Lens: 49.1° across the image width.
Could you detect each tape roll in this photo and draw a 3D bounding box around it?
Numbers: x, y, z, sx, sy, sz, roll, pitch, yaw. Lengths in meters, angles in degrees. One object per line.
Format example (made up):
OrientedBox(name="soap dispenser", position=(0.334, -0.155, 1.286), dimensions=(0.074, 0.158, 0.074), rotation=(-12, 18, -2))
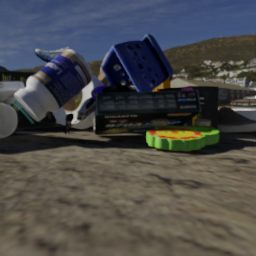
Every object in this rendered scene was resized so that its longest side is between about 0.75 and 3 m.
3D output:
OrientedBox(name="tape roll", position=(-1.800, -1.001, 10.098), dimensions=(2.067, 2.067, 0.723), rotation=(4, -7, 34))
OrientedBox(name="tape roll", position=(4.644, -0.490, 12.405), dimensions=(1.917, 0.671, 1.917), rotation=(0, 6, 0))

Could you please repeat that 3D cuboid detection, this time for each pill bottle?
OrientedBox(name="pill bottle", position=(-1.908, -1.088, 7.264), dimensions=(1.871, 1.083, 1.083), rotation=(-45, 26, -21))

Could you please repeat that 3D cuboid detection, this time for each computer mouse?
OrientedBox(name="computer mouse", position=(-1.239, -0.451, 7.603), dimensions=(1.428, 0.313, 0.783), rotation=(-44, -12, -33))

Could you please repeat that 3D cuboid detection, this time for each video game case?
OrientedBox(name="video game case", position=(-4.607, -0.509, 7.762), dimensions=(2.725, 0.312, 2.480), rotation=(-29, -10, 38))

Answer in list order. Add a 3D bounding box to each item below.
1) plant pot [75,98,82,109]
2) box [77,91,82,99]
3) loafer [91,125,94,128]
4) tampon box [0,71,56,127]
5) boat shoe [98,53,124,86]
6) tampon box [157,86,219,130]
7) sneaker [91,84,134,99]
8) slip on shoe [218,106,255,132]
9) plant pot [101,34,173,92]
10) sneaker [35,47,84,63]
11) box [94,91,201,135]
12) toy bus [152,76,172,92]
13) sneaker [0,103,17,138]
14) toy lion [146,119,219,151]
OrientedBox(name="plant pot", position=(-1.671, -1.390, 15.649), dimensions=(1.640, 2.310, 2.310), rotation=(27, 10, 7))
OrientedBox(name="box", position=(-1.674, -1.457, 11.544), dimensions=(0.526, 0.632, 1.539), rotation=(10, -5, 23))
OrientedBox(name="loafer", position=(-1.272, -0.374, 11.442), dimensions=(0.524, 0.523, 1.498), rotation=(1, 10, -7))
OrientedBox(name="tampon box", position=(-4.587, -1.172, 11.483), dimensions=(2.890, 2.166, 1.825), rotation=(-2, 6, -24))
OrientedBox(name="boat shoe", position=(-0.735, -1.785, 11.209), dimensions=(0.932, 2.876, 1.034), rotation=(31, -24, -36))
OrientedBox(name="tampon box", position=(1.993, -0.658, 9.712), dimensions=(1.249, 1.483, 1.978), rotation=(-3, 5, -22))
OrientedBox(name="sneaker", position=(-0.405, -0.962, 7.256), dimensions=(1.158, 0.402, 0.576), rotation=(-1, -10, -2))
OrientedBox(name="slip on shoe", position=(3.444, -0.337, 9.843), dimensions=(1.062, 0.846, 2.792), rotation=(-2, 6, -17))
OrientedBox(name="plant pot", position=(0.347, -1.974, 9.651), dimensions=(1.669, 1.856, 1.856), rotation=(-32, 1, -21))
OrientedBox(name="sneaker", position=(-2.585, -2.764, 10.754), dimensions=(1.879, 0.814, 0.704), rotation=(16, -2, -15))
OrientedBox(name="box", position=(0.380, -0.365, 7.709), dimensions=(2.606, 0.599, 2.071), rotation=(-3, -14, -9))
OrientedBox(name="toy bus", position=(1.841, -1.929, 16.074), dimensions=(1.102, 2.815, 0.916), rotation=(4, 7, 36))
OrientedBox(name="sneaker", position=(-4.196, -0.187, 7.388), dimensions=(1.148, 1.036, 2.802), rotation=(6, 7, 18))
OrientedBox(name="toy lion", position=(1.254, 0.189, 6.363), dimensions=(1.732, 0.595, 1.660), rotation=(0, 11, -5))
